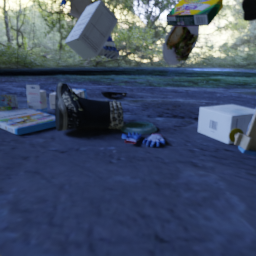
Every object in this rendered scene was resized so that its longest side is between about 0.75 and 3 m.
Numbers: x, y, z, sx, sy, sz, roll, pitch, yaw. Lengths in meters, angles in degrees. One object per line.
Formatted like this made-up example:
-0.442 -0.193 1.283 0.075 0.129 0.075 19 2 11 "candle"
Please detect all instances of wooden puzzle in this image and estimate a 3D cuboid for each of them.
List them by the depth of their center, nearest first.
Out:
-1.487 -3.935 8.900 1.605 1.082 0.188 34 50 12 "wooden puzzle"

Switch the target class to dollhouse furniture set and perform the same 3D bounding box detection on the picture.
4.121 -0.529 7.188 2.677 2.527 1.747 12 15 0 "dollhouse furniture set"

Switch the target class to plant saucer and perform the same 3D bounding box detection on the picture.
0.373 -0.026 9.834 1.276 0.175 1.276 1 15 0 "plant saucer"

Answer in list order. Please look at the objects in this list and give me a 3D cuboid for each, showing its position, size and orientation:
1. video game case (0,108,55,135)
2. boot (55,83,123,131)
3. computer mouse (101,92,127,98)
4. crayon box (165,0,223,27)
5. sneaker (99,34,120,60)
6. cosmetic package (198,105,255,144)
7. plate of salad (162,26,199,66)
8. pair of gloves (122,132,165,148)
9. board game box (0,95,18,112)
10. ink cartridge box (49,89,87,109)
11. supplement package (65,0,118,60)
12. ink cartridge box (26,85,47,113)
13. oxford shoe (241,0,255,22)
-4.018 -0.321 10.626 2.739 0.244 1.960 14 20 38 "video game case"
-1.525 -0.776 10.364 2.289 1.094 3.031 1 28 -15 "boot"
-0.782 -1.915 16.456 1.157 0.379 1.648 8 9 26 "computer mouse"
2.389 -4.214 10.113 1.620 0.472 1.398 14 53 34 "crayon box"
-1.097 -3.401 11.121 0.679 0.970 1.680 -28 -25 35 "sneaker"
3.304 -0.178 9.015 1.463 0.899 1.458 -6 16 -25 "cosmetic package"
2.193 -3.391 11.226 1.993 1.993 0.479 -12 42 -38 "plate of salad"
0.444 0.348 8.516 1.359 0.155 1.092 3 14 9 "pair of gloves"
-5.380 -1.009 11.902 1.165 0.611 0.600 -2 -25 -39 "board game box"
-2.937 -1.450 13.936 1.285 0.742 1.761 3 16 9 "ink cartridge box"
-0.854 -2.284 6.599 0.629 1.148 0.653 4 -28 50 "supplement package"
-3.986 -1.255 12.229 0.730 1.268 0.430 6 17 19 "ink cartridge box"
3.576 -3.775 8.043 0.684 0.684 1.918 -3 -4 15 "oxford shoe"
